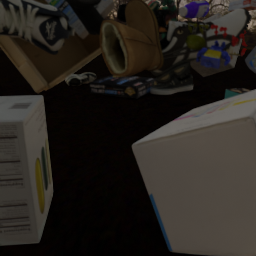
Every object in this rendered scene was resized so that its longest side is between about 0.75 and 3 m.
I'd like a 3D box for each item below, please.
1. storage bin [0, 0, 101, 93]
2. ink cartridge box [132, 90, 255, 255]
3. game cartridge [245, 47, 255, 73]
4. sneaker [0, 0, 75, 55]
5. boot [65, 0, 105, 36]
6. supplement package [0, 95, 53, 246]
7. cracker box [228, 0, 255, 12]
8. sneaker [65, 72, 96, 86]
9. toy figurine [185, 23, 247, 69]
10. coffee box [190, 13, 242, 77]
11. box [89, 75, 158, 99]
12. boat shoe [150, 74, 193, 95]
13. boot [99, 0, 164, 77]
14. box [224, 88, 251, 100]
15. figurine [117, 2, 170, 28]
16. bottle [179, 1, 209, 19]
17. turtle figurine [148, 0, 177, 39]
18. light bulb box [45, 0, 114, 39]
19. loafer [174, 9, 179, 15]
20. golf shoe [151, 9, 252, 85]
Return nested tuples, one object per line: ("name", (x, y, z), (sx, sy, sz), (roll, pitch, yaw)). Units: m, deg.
("storage bin", (-2.314, -2.983, 8.236), (1.361, 2.904, 2.884), (-19, 23, 42))
("ink cartridge box", (1.585, 0.455, 4.258), (1.592, 1.635, 2.543), (-17, 5, 37))
("game cartridge", (4.113, -2.088, 8.393), (0.301, 0.992, 1.488), (22, 27, -17))
("sneaker", (-2.392, -2.508, 6.628), (1.867, 1.145, 2.869), (23, 15, 19))
("boot", (-0.676, -2.266, 5.560), (1.049, 0.418, 1.273), (30, -9, 30))
("supplement package", (-1.996, 0.569, 4.225), (1.391, 1.846, 1.401), (-2, 20, -5))
("cracker box", (3.642, -4.351, 8.470), (0.436, 1.513, 1.014), (3, 14, -19))
("sneaker", (-2.503, -2.536, 15.046), (1.678, 0.635, 0.735), (-10, 36, -14))
("toy figurine", (1.714, -1.636, 5.935), (1.352, 0.713, 0.810), (20, 64, 24))
("coffee box", (3.084, -3.004, 10.389), (1.445, 1.459, 1.461), (30, -20, -26))
("box", (-0.161, -2.044, 13.471), (2.496, 0.625, 2.515), (9, 22, 26))
("boat shoe", (2.100, -2.093, 13.373), (2.590, 0.733, 0.889), (-14, 24, -34))
("boot", (0.062, -2.099, 6.158), (0.726, 1.922, 2.195), (-22, 1, 28))
("box", (4.746, -1.051, 10.755), (0.889, 0.531, 2.160), (-6, 21, -17))
("figurine", (0.665, -4.223, 9.086), (1.690, 1.732, 0.746), (19, 18, 20))
("bottle", (1.688, -3.031, 7.204), (0.962, 0.402, 0.314), (-25, 59, -35))
("turtle figurine", (1.227, -3.818, 10.132), (1.399, 2.080, 2.779), (-25, 75, -38))
("light bulb box", (-1.375, -3.594, 8.067), (1.399, 1.411, 0.881), (-44, 9, 6))
("loafer", (1.764, -4.665, 11.396), (0.264, 0.302, 0.841), (11, -11, -42))
("golf shoe", (1.696, -2.337, 7.183), (2.828, 1.336, 1.099), (-33, 26, 14))
